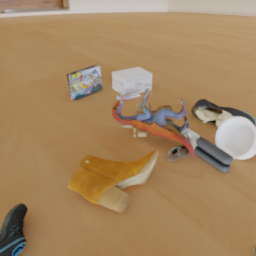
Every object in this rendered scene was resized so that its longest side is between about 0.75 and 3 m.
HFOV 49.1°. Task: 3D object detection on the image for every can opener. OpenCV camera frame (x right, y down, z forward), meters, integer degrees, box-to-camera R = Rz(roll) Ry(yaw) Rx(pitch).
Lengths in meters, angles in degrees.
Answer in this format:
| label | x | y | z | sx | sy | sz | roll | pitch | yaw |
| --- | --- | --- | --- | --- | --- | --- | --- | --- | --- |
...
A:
| label | x | y | z | sx | sy | sz | roll | pitch | yaw |
| --- | --- | --- | --- | --- | --- | --- | --- | --- | --- |
| can opener | 2.627 | 0.623 | 9.592 | 0.794 | 0.628 | 2.388 | -11 | 31 | -26 |

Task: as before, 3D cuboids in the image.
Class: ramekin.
| label | x | y | z | sx | sy | sz | roll | pitch | yaw |
| --- | --- | --- | --- | --- | --- | --- | --- | --- | --- |
| ramekin | 3.670 | 0.386 | 9.265 | 0.680 | 1.396 | 1.396 | 20 | 13 | -41 |

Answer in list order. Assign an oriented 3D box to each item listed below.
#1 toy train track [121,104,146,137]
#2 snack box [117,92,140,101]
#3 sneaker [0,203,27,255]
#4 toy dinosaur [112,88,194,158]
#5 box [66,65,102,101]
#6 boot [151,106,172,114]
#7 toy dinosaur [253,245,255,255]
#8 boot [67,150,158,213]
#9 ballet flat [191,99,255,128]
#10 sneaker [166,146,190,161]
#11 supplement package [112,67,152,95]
| label | x | y | z | sx | sy | sz | roll | pitch | yaw |
| --- | --- | --- | --- | --- | --- | --- | --- | --- | --- |
| toy train track | 0.517 | -0.264 | 11.383 | 1.558 | 0.442 | 2.717 | -1 | 29 | 1 |
| snack box | 0.017 | -1.567 | 13.975 | 1.134 | 0.138 | 0.408 | -16 | 34 | -26 |
| sneaker | -2.628 | 2.511 | 6.440 | 0.690 | 0.617 | 1.684 | 13 | 37 | -2 |
| toy dinosaur | 0.719 | -0.305 | 9.933 | 2.699 | 1.562 | 2.974 | -12 | 51 | 13 |
| box | -2.137 | -2.279 | 14.031 | 0.359 | 1.300 | 1.904 | 19 | 34 | 37 |
| boot | 1.322 | -0.737 | 12.157 | 1.220 | 0.460 | 0.449 | -4 | 25 | -8 |
| toy dinosaur | 2.886 | 2.900 | 6.040 | 0.372 | 0.200 | 0.844 | 3 | 26 | -26 |
| boot | -0.385 | 1.156 | 8.233 | 1.843 | 0.906 | 2.574 | 25 | 45 | 20 |
| ballet flat | 3.609 | -0.407 | 11.159 | 1.014 | 1.014 | 2.775 | -19 | 32 | -30 |
| sneaker | 1.768 | 0.793 | 9.491 | 1.059 | 0.400 | 0.373 | -22 | 43 | -28 |
| supplement package | 0.193 | -2.471 | 14.751 | 1.700 | 0.943 | 1.324 | -16 | 33 | -27 |
